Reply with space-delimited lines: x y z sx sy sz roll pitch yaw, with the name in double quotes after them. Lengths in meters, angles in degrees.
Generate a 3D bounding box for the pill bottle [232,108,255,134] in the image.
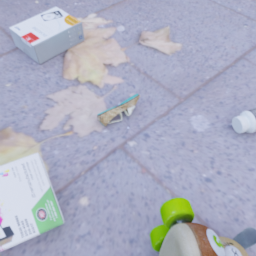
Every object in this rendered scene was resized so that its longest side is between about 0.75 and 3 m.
4.343 -0.272 9.615 1.414 0.783 0.783 -16 54 -12 "pill bottle"

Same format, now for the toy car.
2.157 3.032 6.372 2.776 2.190 2.280 1 41 -13 "toy car"

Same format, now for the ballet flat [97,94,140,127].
-0.259 -0.599 10.049 1.797 0.634 0.587 -29 97 -13 "ballet flat"

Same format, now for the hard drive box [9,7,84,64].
-3.581 -4.194 12.563 1.975 0.973 2.534 37 61 26 "hard drive box"

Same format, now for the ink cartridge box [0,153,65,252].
-3.238 2.064 7.137 2.686 1.128 1.945 -20 80 -16 "ink cartridge box"
